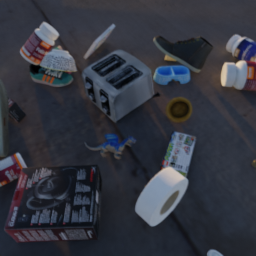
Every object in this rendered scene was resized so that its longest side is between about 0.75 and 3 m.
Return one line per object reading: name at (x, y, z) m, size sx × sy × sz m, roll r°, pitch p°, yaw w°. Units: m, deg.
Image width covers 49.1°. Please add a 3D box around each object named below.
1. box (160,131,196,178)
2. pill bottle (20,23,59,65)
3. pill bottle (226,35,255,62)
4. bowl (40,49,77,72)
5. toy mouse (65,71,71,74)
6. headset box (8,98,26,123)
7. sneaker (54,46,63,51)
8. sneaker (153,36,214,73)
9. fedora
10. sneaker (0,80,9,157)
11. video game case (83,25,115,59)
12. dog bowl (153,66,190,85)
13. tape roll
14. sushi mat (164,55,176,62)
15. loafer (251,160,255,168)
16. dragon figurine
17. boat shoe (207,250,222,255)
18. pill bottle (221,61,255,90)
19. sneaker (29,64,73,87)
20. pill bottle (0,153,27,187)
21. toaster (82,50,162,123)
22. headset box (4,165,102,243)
box at (1.821, 0.906, 10.098) m, size 0.951 × 0.300 × 1.727 m, roll 15°, pitch 48°, yaw 14°
pill bottle at (-4.216, -4.020, 13.395) m, size 1.835 × 1.048 × 1.048 m, roll -45°, pitch 48°, yaw 18°
pill bottle at (5.957, -3.847, 14.049) m, size 1.095 × 1.095 × 1.892 m, roll -28°, pitch 55°, yaw -24°
bowl at (-3.140, -3.131, 12.813) m, size 1.675 × 0.786 × 1.675 m, roll 10°, pitch 17°, yaw -3°
toy mouse at (-3.141, -2.698, 13.594) m, size 1.199 × 0.232 × 1.066 m, roll -32°, pitch 54°, yaw -27°
headset box at (-4.792, -0.810, 11.227) m, size 1.303 × 0.969 × 0.503 m, roll 28°, pitch 68°, yaw 23°
sneaker at (-3.454, -3.512, 14.207) m, size 0.646 × 0.577 × 1.616 m, roll -28°, pitch 52°, yaw -6°
sneaker at (2.659, -4.019, 13.506) m, size 2.760 × 1.466 × 1.032 m, roll 34°, pitch 31°, yaw 6°
fedora at (2.041, -0.726, 11.399) m, size 1.095 × 0.447 × 1.095 m, roll 0°, pitch 90°, yaw -2°
sneaker at (-5.053, -0.342, 9.761) m, size 1.481 × 2.787 × 1.042 m, roll 0°, pitch 3°, yaw -8°
video game case at (-1.497, -4.506, 14.635) m, size 0.176 × 1.395 × 1.948 m, roll 42°, pitch 51°, yaw -10°
dog bowl at (2.095, -2.540, 13.308) m, size 1.760 × 0.436 × 0.981 m, roll -3°, pitch 46°, yaw -4°
tape roll at (0.990, 1.992, 8.113) m, size 0.596 × 1.704 × 1.704 m, roll 35°, pitch 56°, yaw 29°
sushi mat at (2.319, -3.884, 14.836) m, size 0.602 × 0.076 × 1.257 m, roll 11°, pitch 47°, yaw 10°
loafer at (4.776, 1.191, 9.838) m, size 0.847 × 0.285 × 0.322 m, roll -13°, pitch 48°, yaw -12°
dragon figurine at (-0.640, 0.587, 10.164) m, size 1.829 × 0.538 × 0.909 m, roll 8°, pitch 46°, yaw -5°
boat shoe at (2.614, 3.707, 7.349) m, size 0.457 × 0.406 × 1.242 m, roll -29°, pitch 53°, yaw -25°
pill bottle at (5.471, -2.327, 12.523) m, size 2.310 × 1.265 × 1.265 m, roll 3°, pitch 46°, yaw 3°
sneaker at (-3.602, -2.471, 12.867) m, size 2.119 × 0.846 × 0.756 m, roll 8°, pitch 54°, yaw 13°
pill bottle at (-4.080, 1.454, 9.196) m, size 1.365 × 0.748 × 0.748 m, roll -28°, pitch 52°, yaw -19°
toaster at (-0.321, -1.797, 11.622) m, size 2.564 × 1.522 × 2.319 m, roll -35°, pitch 55°, yaw -18°
headset box at (-2.187, 2.204, 8.261) m, size 2.665 × 1.029 × 1.983 m, roll -4°, pitch 48°, yaw 3°
